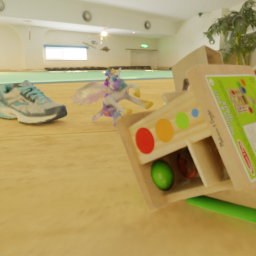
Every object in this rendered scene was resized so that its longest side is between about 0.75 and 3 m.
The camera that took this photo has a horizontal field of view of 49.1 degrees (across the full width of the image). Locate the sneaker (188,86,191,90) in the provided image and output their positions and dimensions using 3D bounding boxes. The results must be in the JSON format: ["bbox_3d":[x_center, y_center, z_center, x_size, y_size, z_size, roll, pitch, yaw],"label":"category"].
[{"bbox_3d":[1.843,-0.444,5.393,1.104,1.090,2.780,8,-5,24],"label":"sneaker"}]

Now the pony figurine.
[{"bbox_3d":[-0.464,-0.809,8.100,1.830,1.766,1.524,47,-2,33],"label":"pony figurine"}]

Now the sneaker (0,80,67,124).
[{"bbox_3d":[-3.183,-0.854,8.878,2.904,1.254,1.127,8,16,29],"label":"sneaker"}]

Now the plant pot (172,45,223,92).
[{"bbox_3d":[3.277,-2.334,13.079,1.888,2.133,2.131,-14,-6,37],"label":"plant pot"}]

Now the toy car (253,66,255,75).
[{"bbox_3d":[4.580,-0.849,9.075,1.937,1.858,2.101,-3,42,-14],"label":"toy car"}]

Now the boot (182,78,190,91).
[{"bbox_3d":[1.594,-0.893,7.383,0.468,1.456,1.357,4,49,12],"label":"boot"}]

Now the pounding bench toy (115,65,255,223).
[{"bbox_3d":[1.009,0.524,3.611,1.304,2.099,1.637,-11,-14,-42],"label":"pounding bench toy"}]
